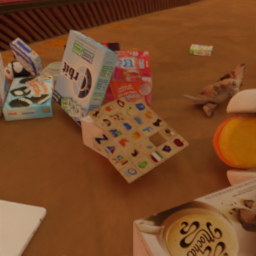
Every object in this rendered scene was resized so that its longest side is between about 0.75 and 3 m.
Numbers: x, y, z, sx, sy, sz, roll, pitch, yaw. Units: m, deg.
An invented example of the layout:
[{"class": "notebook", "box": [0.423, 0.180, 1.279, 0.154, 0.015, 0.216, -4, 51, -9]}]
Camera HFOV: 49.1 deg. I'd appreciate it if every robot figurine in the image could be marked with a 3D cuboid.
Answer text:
[{"class": "robot figurine", "box": [-4.571, -2.410, 11.735, 1.127, 0.703, 0.846, -11, 26, -17]}]

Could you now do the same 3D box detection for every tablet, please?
[{"class": "tablet", "box": [-3.056, 1.938, 5.324, 2.532, 0.173, 1.648, 7, 33, 11]}]

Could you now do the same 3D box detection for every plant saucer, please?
[{"class": "plant saucer", "box": [-2.996, -2.525, 12.181, 1.685, 0.423, 1.685, -1, 33, 1]}]

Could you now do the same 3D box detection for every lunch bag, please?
[{"class": "lunch bag", "box": [-3.647, -2.540, 9.997, 1.311, 1.051, 0.495, 39, 67, 15]}]

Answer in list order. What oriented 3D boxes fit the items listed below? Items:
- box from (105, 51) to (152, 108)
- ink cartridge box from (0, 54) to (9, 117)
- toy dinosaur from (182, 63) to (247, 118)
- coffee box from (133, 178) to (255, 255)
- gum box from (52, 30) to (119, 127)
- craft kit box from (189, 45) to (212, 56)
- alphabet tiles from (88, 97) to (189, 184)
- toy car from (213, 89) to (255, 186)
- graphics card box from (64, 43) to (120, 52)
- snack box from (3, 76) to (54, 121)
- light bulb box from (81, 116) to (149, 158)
[{"class": "box", "box": [0.040, -1.495, 9.558, 1.405, 1.467, 2.942, 1, 32, 1]}, {"class": "ink cartridge box", "box": [-4.604, -1.108, 8.529, 1.110, 1.895, 2.623, -2, 32, -4]}, {"class": "toy dinosaur", "box": [3.067, -1.230, 9.636, 2.590, 1.111, 1.755, -17, 23, 1]}, {"class": "coffee box", "box": [1.598, 1.933, 4.458, 2.689, 1.073, 1.520, -13, 34, -19]}, {"class": "gum box", "box": [-1.377, -1.477, 8.331, 0.505, 2.269, 1.927, -1, 31, -45]}, {"class": "craft kit box", "box": [3.885, -4.136, 14.929, 1.121, 0.275, 1.135, 7, 32, 16]}, {"class": "alphabet tiles", "box": [0.070, 0.097, 6.765, 1.833, 0.083, 2.192, -28, 57, -27]}, {"class": "toy car", "box": [3.241, 0.359, 6.421, 2.547, 2.229, 1.910, 2, -4, 2]}, {"class": "graphics card box", "box": [-1.411, -2.692, 11.477, 2.276, 1.428, 0.579, -4, 3, -7]}, {"class": "snack box", "box": [-3.408, -1.126, 9.893, 1.480, 0.473, 2.548, -6, 33, -10]}, {"class": "light bulb box", "box": [-0.329, 0.072, 7.646, 1.338, 0.843, 1.350, 27, 41, 35]}]
